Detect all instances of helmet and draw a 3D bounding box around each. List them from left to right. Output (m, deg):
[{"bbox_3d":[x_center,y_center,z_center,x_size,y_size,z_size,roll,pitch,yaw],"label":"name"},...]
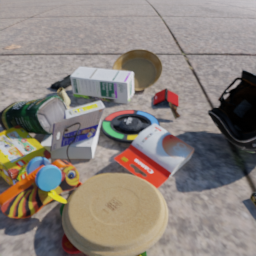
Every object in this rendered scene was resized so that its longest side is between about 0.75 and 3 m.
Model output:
[{"bbox_3d":[4.364,-0.400,9.525,2.600,2.727,2.727,42,48,21],"label":"helmet"}]

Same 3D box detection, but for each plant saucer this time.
[{"bbox_3d":[0.484,-2.937,14.629,2.632,0.466,2.632,-3,64,6],"label":"plant saucer"}]

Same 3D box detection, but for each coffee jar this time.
[{"bbox_3d":[-3.535,-0.416,10.262,2.654,1.132,1.384,-2,33,37],"label":"coffee jar"}]

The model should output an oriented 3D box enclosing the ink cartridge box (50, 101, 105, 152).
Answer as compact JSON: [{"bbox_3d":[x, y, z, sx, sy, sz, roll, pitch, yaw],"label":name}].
[{"bbox_3d":[-1.655,-0.041,8.759,1.656,1.637,0.389,-17,63,-29],"label":"ink cartridge box"}]

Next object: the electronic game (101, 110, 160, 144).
[{"bbox_3d":[0.099,-0.093,11.026,2.326,0.484,2.326,0,33,0],"label":"electronic game"}]

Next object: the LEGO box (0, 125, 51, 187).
[{"bbox_3d":[-3.593,0.878,9.015,1.855,0.716,1.381,35,45,27],"label":"LEGO box"}]

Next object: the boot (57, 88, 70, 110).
[{"bbox_3d":[-2.894,-1.225,12.405,0.377,0.806,1.036,-11,41,12],"label":"boot"}]

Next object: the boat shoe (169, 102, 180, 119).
[{"bbox_3d":[1.937,-0.753,11.756,0.258,0.763,0.275,-24,-6,7],"label":"boat shoe"}]

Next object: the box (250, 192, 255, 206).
[{"bbox_3d":[4.059,2.096,7.852,0.943,0.233,0.753,-6,35,-10],"label":"box"}]

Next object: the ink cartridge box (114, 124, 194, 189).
[{"bbox_3d":[0.877,0.829,9.194,1.765,0.546,2.177,34,40,25],"label":"ink cartridge box"}]

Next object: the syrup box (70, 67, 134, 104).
[{"bbox_3d":[-1.197,-2.069,13.433,2.840,1.118,1.156,9,40,14],"label":"syrup box"}]

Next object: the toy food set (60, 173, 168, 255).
[{"bbox_3d":[-0.387,2.210,7.249,2.799,0.681,2.771,15,36,22],"label":"toy food set"}]

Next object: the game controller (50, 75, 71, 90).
[{"bbox_3d":[-3.320,-2.445,14.922,0.921,0.372,1.765,2,29,31],"label":"game controller"}]

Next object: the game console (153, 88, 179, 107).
[{"bbox_3d":[1.793,-1.314,13.243,0.986,0.679,1.145,-25,26,23],"label":"game console"}]

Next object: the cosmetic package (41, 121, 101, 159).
[{"bbox_3d":[-2.017,0.222,10.408,1.769,0.606,2.346,-1,32,4],"label":"cosmetic package"}]

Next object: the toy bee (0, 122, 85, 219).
[{"bbox_3d":[-1.995,1.509,7.832,2.917,1.585,1.909,-35,33,-1],"label":"toy bee"}]
